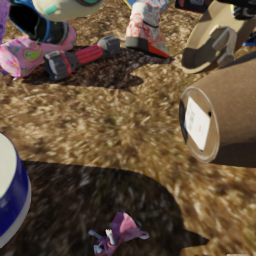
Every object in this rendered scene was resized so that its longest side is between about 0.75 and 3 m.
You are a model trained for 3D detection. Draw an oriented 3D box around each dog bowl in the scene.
[{"bbox_3d":[-3.524,1.305,5.649,2.840,1.118,2.840,0,43,0],"label":"dog bowl"}]

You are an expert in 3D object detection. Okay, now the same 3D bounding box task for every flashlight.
[{"bbox_3d":[-1.535,-2.584,9.890,2.814,0.956,0.953,-29,53,-27],"label":"flashlight"}]

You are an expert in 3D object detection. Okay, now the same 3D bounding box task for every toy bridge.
[{"bbox_3d":[1.812,-1.667,5.293,0.187,0.462,1.373,26,40,-15],"label":"toy bridge"}]

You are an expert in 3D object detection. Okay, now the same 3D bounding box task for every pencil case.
[{"bbox_3d":[-3.227,-2.873,10.048,1.279,1.279,2.925,25,50,24],"label":"pencil case"}]

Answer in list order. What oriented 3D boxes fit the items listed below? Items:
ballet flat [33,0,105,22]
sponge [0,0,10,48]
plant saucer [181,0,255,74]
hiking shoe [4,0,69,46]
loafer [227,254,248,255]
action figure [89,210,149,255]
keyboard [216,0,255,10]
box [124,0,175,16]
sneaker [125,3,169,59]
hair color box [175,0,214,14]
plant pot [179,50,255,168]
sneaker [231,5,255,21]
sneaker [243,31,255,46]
[{"bbox_3d":[-0.524,-2.570,4.670,1.022,1.022,2.942,17,46,17],"label":"ballet flat"},{"bbox_3d":[-2.415,-1.122,4.353,1.039,1.863,0.278,21,9,30],"label":"sponge"},{"bbox_3d":[2.106,-2.250,6.326,0.364,2.474,2.474,29,41,-16],"label":"plant saucer"},{"bbox_3d":[-2.798,-3.377,7.385,2.833,1.054,1.228,46,30,5],"label":"hiking shoe"},{"bbox_3d":[2.365,2.629,4.596,2.547,0.916,0.801,11,8,9],"label":"loafer"},{"bbox_3d":[-0.256,2.125,5.360,1.033,0.769,0.692,-46,15,-22],"label":"action figure"},{"bbox_3d":[1.036,-1.031,2.153,1.063,0.136,0.638,32,20,36],"label":"keyboard"},{"bbox_3d":[-0.023,-4.317,7.475,2.998,0.964,1.050,49,41,-9],"label":"box"},{"bbox_3d":[0.619,-2.325,6.791,0.672,1.079,2.013,16,11,26],"label":"sneaker"},{"bbox_3d":[2.679,-3.769,7.616,2.684,1.362,0.822,27,40,31],"label":"hair color box"},{"bbox_3d":[2.136,-0.280,4.384,2.436,2.277,2.277,-12,45,-13],"label":"plant pot"},{"bbox_3d":[1.797,-1.867,4.049,1.123,0.507,0.439,-16,1,-42],"label":"sneaker"},{"bbox_3d":[5.222,-3.640,11.322,1.290,0.502,0.452,-6,43,-6],"label":"sneaker"}]
